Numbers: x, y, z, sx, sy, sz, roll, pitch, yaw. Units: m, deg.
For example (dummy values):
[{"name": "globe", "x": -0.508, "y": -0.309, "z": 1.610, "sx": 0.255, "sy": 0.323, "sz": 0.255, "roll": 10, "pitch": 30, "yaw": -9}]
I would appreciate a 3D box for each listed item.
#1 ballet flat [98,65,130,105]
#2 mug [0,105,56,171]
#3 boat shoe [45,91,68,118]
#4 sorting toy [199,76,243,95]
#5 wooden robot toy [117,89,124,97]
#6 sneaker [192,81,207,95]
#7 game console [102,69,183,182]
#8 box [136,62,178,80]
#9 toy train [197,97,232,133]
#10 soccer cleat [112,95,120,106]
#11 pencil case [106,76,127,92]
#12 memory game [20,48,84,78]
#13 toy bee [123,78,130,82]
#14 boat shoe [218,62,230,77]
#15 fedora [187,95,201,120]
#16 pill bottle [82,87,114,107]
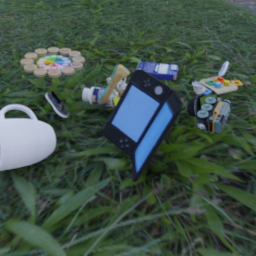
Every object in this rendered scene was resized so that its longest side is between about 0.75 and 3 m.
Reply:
[{"name": "ballet flat", "x": -0.519, "y": -1.394, "z": 9.919, "sx": 0.567, "sy": 1.798, "sz": 0.617, "roll": 29, "pitch": 39, "yaw": -7}, {"name": "mug", "x": -3.450, "y": 0.212, "z": 9.035, "sx": 1.832, "sy": 1.543, "sz": 2.090, "roll": -7, "pitch": 71, "yaw": -41}, {"name": "boat shoe", "x": -2.544, "y": -0.882, "z": 10.284, "sx": 0.374, "sy": 1.128, "sz": 0.395, "roll": -28, "pitch": 13, "yaw": 35}, {"name": "sorting toy", "x": 4.427, "y": -2.173, "z": 13.634, "sx": 2.444, "sy": 0.333, "sz": 1.376, "roll": -14, "pitch": 38, "yaw": -19}, {"name": "wooden robot toy", "x": 0.192, "y": -0.871, "z": 10.306, "sx": 1.409, "sy": 0.639, "sz": 0.621, "roll": 25, "pitch": 53, "yaw": 5}, {"name": "sneaker", "x": 2.408, "y": -1.336, "z": 9.568, "sx": 0.899, "sy": 0.392, "sz": 0.335, "roll": 16, "pitch": 27, "yaw": -51}, {"name": "game console", "x": 0.261, "y": -0.189, "z": 8.398, "sx": 2.317, "sy": 2.634, "sz": 1.533, "roll": 37, "pitch": 19, "yaw": 20}, {"name": "box", "x": 1.525, "y": -3.017, "z": 14.770, "sx": 2.110, "sy": 0.342, "sz": 1.278, "roll": 9, "pitch": 37, "yaw": 9}, {"name": "toy train", "x": 2.247, "y": -0.356, "z": 7.295, "sx": 0.689, "sy": 0.515, "sz": 1.209, "roll": 15, "pitch": 46, "yaw": 28}, {"name": "soccer cleat", "x": -0.129, "y": -1.161, "z": 11.271, "sx": 0.836, "sy": 0.646, "sz": 1.999, "roll": -4, "pitch": 16, "yaw": 11}, {"name": "pencil case", "x": -0.265, "y": -1.512, "z": 10.726, "sx": 1.251, "sy": 0.487, "sz": 0.559, "roll": 42, "pitch": 39, "yaw": 21}, {"name": "memory game", "x": -2.677, "y": -2.394, "z": 10.008, "sx": 2.241, "sy": 0.143, "sz": 2.241, "roll": 3, "pitch": 40, "yaw": -3}, {"name": "toy bee", "x": 0.625, "y": -1.543, "z": 12.289, "sx": 1.854, "sy": 1.008, "sz": 1.214, "roll": 12, "pitch": 1, "yaw": 33}, {"name": "boat shoe", "x": 3.807, "y": -2.247, "z": 10.988, "sx": 0.288, "sy": 0.303, "sz": 0.868, "roll": 42, "pitch": 52, "yaw": -12}, {"name": "fedora", "x": 2.528, "y": -0.778, "z": 10.813, "sx": 0.440, "sy": 0.964, "sz": 0.964, "roll": 1, "pitch": 34, "yaw": 27}, {"name": "pill bottle", "x": -1.222, "y": -1.322, "z": 11.763, "sx": 1.308, "sy": 0.726, "sz": 0.726, "roll": 8, "pitch": 37, "yaw": 6}]
